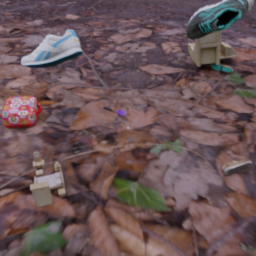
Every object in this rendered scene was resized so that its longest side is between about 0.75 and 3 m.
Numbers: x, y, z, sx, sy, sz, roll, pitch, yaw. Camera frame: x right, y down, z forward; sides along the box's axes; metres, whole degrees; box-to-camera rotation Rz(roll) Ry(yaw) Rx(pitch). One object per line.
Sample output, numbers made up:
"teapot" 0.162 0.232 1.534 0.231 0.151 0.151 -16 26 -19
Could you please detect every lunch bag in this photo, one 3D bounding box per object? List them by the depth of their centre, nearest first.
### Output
"lunch bag" -3.603 -0.594 9.646 1.239 0.576 1.407 -6 36 -8

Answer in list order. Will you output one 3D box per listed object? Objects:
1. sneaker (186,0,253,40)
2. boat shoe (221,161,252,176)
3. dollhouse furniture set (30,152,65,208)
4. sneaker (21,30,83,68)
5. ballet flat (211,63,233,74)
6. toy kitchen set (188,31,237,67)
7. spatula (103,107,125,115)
"sneaker" 3.126 -3.921 10.214 2.655 1.030 1.211 -22 30 47
"boat shoe" 2.949 1.025 7.618 0.883 0.334 0.317 -9 35 -15
"dollhouse furniture set" -2.054 1.190 7.116 0.743 0.634 1.433 -10 36 -14
"sneaker" -2.309 -2.272 8.287 1.906 0.770 0.729 -15 4 11
"ballet flat" 4.324 -2.728 12.882 1.053 0.372 0.372 26 43 33
"toy kitchen set" 4.045 -4.379 13.176 2.058 2.276 2.523 -6 29 4
"spatula" -0.521 -0.623 10.111 0.876 0.090 0.247 16 38 20
